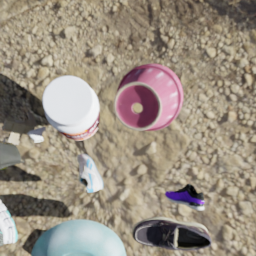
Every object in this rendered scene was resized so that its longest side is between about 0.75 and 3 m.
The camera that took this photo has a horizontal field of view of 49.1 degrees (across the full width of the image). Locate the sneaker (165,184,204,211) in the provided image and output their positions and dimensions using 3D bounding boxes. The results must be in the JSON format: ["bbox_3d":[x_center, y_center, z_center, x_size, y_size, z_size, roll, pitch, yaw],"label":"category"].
[{"bbox_3d":[1.796,2.070,8.827,1.380,0.480,0.686,8,94,43],"label":"sneaker"}]

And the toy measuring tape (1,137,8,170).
[{"bbox_3d":[-4.497,1.028,10.164,0.511,0.511,1.389,12,68,4],"label":"toy measuring tape"}]

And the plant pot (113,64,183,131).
[{"bbox_3d":[0.564,-0.895,9.307,2.360,2.112,2.360,4,106,15],"label":"plant pot"}]

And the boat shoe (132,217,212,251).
[{"bbox_3d":[1.363,3.319,8.654,2.465,0.799,0.886,7,85,-5],"label":"boat shoe"}]

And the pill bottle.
[{"bbox_3d":[-1.697,-0.525,8.769,1.604,2.810,1.604,1,81,-4],"label":"pill bottle"}]

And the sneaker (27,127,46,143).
[{"bbox_3d":[-3.133,0.268,9.927,0.310,0.841,0.486,-40,85,29],"label":"sneaker"}]

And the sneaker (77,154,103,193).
[{"bbox_3d":[-1.336,1.401,8.886,0.573,0.543,1.418,-15,51,-30],"label":"sneaker"}]

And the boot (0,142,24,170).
[{"bbox_3d":[-4.000,0.398,8.143,1.331,0.745,1.924,-13,76,-49],"label":"boot"}]

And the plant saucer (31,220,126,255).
[{"bbox_3d":[-1.410,3.970,7.912,2.770,0.533,2.770,-1,103,-5],"label":"plant saucer"}]

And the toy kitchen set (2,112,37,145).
[{"bbox_3d":[-4.000,-0.031,10.044,0.864,1.059,0.955,-61,39,21],"label":"toy kitchen set"}]

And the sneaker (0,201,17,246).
[{"bbox_3d":[-4.263,2.178,7.669,1.308,1.113,2.868,-27,63,-36],"label":"sneaker"}]
